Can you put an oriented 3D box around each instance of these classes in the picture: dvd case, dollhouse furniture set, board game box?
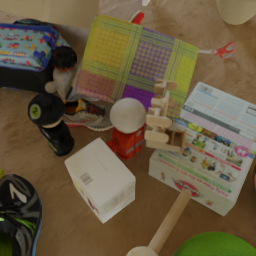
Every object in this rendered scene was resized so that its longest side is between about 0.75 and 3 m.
[{"bbox_3d":[-1.037,-0.995,7.288,1.059,0.755,0.093,-4,53,-43],"label":"dvd case"},{"bbox_3d":[0.833,-0.131,5.708,0.813,1.250,1.148,10,45,8],"label":"dollhouse furniture set"},{"bbox_3d":[1.962,0.365,6.645,1.950,0.850,2.643,27,60,18],"label":"board game box"}]

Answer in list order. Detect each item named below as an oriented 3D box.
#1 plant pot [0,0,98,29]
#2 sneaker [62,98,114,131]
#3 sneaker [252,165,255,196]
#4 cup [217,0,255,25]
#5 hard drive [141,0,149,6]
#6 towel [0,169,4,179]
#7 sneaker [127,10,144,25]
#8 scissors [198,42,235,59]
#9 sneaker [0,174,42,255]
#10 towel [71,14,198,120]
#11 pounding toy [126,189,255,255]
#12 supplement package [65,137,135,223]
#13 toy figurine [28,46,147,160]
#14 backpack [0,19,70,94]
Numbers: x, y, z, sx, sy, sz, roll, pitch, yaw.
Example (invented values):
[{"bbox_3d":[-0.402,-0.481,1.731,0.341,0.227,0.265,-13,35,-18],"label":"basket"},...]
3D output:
[{"bbox_3d":[-2.404,-4.410,8.007,2.695,2.389,2.698,21,21,18],"label":"plant pot"},{"bbox_3d":[-1.027,-0.359,7.189,1.729,0.710,0.673,1,58,0],"label":"sneaker"},{"bbox_3d":[3.320,1.628,5.564,0.860,1.012,2.333,14,56,-36],"label":"sneaker"},{"bbox_3d":[3.716,-4.249,9.347,1.744,1.247,1.744,0,58,1],"label":"cup"},{"bbox_3d":[0.750,-4.947,9.597,0.203,1.058,1.604,13,39,6],"label":"hard drive"},{"bbox_3d":[-3.272,1.378,6.451,0.434,0.091,1.009,11,58,6],"label":"towel"},{"bbox_3d":[0.148,-2.620,8.406,0.725,0.657,1.707,25,100,2],"label":"sneaker"},{"bbox_3d":[2.649,-2.269,8.535,1.389,0.508,0.097,-14,44,-9],"label":"scissors"},{"bbox_3d":[-2.218,1.850,5.222,0.946,1.106,2.670,-13,41,-4],"label":"sneaker"},{"bbox_3d":[0.149,-1.401,6.493,2.627,0.299,1.887,17,92,1],"label":"towel"},{"bbox_3d":[1.549,2.529,4.458,2.849,1.322,2.199,45,63,8],"label":"pounding toy"},{"bbox_3d":[-0.558,1.134,5.919,0.917,1.246,1.192,-34,63,-20],"label":"supplement package"},{"bbox_3d":[-0.803,-0.706,6.714,2.704,1.881,2.662,4,58,3],"label":"toy figurine"},{"bbox_3d":[-2.749,-2.228,7.912,2.079,1.532,2.277,11,57,8],"label":"backpack"}]
